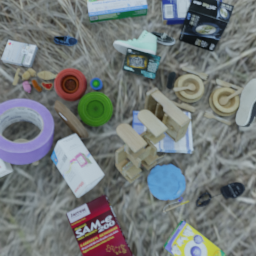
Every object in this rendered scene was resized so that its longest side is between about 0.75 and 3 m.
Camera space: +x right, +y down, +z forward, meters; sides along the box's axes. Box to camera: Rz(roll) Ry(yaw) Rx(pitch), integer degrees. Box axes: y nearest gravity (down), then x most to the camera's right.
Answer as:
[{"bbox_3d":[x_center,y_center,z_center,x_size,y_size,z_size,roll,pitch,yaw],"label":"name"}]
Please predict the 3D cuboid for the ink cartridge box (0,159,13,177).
[{"bbox_3d":[-5.454,1.175,10.841,1.256,0.725,1.720,-26,76,-7],"label":"ink cartridge box"}]

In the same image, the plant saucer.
[{"bbox_3d":[-2.201,-0.262,10.659,0.270,1.833,1.833,-42,79,-15],"label":"plant saucer"}]

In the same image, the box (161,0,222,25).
[{"bbox_3d":[2.906,-5.572,12.819,2.735,0.443,1.656,-2,75,3],"label":"box"}]

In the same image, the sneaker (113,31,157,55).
[{"bbox_3d":[0.337,-3.742,12.231,1.860,0.684,1.097,12,74,-1],"label":"sneaker"}]

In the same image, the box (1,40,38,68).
[{"bbox_3d":[-4.761,-3.250,12.300,1.287,0.265,1.004,12,74,2],"label":"box"}]

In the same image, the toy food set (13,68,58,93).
[{"bbox_3d":[-3.940,-1.959,11.971,1.710,0.269,1.087,12,75,-5],"label":"toy food set"}]

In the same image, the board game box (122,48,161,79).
[{"bbox_3d":[0.556,-2.729,11.873,1.462,0.206,0.989,16,111,0],"label":"board game box"}]

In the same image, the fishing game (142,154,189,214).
[{"bbox_3d":[1.474,2.083,10.797,1.484,0.322,2.073,-24,67,-11],"label":"fishing game"}]

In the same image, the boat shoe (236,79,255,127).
[{"bbox_3d":[4.947,-0.971,11.253,0.593,0.726,1.966,14,91,-38],"label":"boat shoe"}]

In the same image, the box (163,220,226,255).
[{"bbox_3d":[2.470,4.491,10.061,2.104,0.509,1.235,37,78,8],"label":"box"}]

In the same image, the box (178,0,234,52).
[{"bbox_3d":[3.163,-4.297,11.661,1.665,2.033,0.876,21,74,5],"label":"box"}]

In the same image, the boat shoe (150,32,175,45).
[{"bbox_3d":[1.531,-4.009,12.396,1.141,0.390,0.421,22,70,10],"label":"boat shoe"}]

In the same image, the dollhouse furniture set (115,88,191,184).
[{"bbox_3d":[0.537,0.132,10.270,2.845,2.493,1.890,-34,64,-22],"label":"dollhouse furniture set"}]

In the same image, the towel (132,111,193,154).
[{"bbox_3d":[1.354,0.123,11.230,2.425,0.289,1.781,2,66,3],"label":"towel"}]

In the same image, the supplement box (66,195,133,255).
[{"bbox_3d":[-0.910,4.036,9.981,1.567,0.877,2.879,-26,75,-7],"label":"supplement box"}]

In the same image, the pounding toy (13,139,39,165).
[{"bbox_3d":[-4.111,0.991,11.074,1.228,0.570,0.948,18,62,-25],"label":"pounding toy"}]

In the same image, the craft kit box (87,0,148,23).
[{"bbox_3d":[-0.644,-6.303,12.979,2.699,0.655,2.666,-8,77,-2],"label":"craft kit box"}]

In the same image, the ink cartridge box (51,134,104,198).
[{"bbox_3d":[-1.908,1.424,10.361,0.815,1.392,1.926,-25,74,-38],"label":"ink cartridge box"}]

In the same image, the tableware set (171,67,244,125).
[{"bbox_3d":[3.310,-1.443,11.615,2.826,0.566,1.868,21,76,5],"label":"tableware set"}]

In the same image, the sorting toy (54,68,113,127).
[{"bbox_3d":[-1.692,-1.336,11.459,1.632,1.115,2.716,-44,95,1],"label":"sorting toy"}]

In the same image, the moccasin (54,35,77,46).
[{"bbox_3d":[-2.791,-3.874,12.424,1.034,0.352,0.416,-1,75,0],"label":"moccasin"}]

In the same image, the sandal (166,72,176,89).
[{"bbox_3d":[1.816,-2.034,11.996,0.310,0.197,0.825,19,74,3],"label":"sandal"}]

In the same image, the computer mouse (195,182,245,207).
[{"bbox_3d":[3.504,2.584,10.691,1.978,0.337,0.580,-19,59,0],"label":"computer mouse"}]

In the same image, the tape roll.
[{"bbox_3d":[-4.024,0.126,10.577,2.345,0.996,2.345,8,56,-11],"label":"tape roll"}]
